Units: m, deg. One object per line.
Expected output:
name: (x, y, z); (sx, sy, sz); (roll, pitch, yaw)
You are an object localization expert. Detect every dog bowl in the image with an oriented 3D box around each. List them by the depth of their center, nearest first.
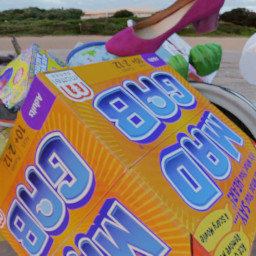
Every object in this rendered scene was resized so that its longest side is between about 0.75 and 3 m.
dog bowl: (1.237, 0.462, 4.889); (2.721, 2.721, 1.003); (12, 23, 31)

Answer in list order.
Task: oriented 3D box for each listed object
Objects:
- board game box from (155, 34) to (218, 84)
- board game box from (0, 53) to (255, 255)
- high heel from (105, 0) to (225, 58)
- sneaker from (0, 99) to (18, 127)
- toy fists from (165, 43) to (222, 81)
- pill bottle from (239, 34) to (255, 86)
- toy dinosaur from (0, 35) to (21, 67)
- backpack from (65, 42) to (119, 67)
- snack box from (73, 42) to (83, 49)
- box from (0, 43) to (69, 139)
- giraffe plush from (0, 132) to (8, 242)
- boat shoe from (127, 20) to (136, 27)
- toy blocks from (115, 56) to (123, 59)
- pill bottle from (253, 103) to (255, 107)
board game box: (1.554, -1.845, 7.911); (1.913, 0.504, 2.500); (42, 30, 4)
board game box: (0.014, 0.729, 3.680); (2.304, 2.306, 2.304); (45, 35, 11)
high heel: (0.493, -1.650, 4.082); (1.861, 0.895, 0.627); (-20, 57, -5)
sneaker: (-2.154, -0.310, 4.295); (0.395, 0.420, 1.025); (25, 5, 32)
toy fists: (1.381, -1.418, 6.274); (1.510, 0.519, 0.769); (-22, -24, 6)
pill bottle: (3.254, -1.691, 6.172); (1.172, 1.172, 2.091); (16, 39, 38)
toy dinosaur: (-3.089, -1.411, 5.850); (1.590, 1.007, 2.346); (13, 29, 12)
backpack: (-0.969, -1.589, 8.179); (1.861, 2.034, 1.494); (-15, 66, -26)
snack box: (-1.839, -2.838, 10.324); (0.230, 0.618, 0.869); (39, 8, -7)
box: (-1.906, -0.306, 6.146); (2.146, 1.309, 2.067); (-24, -35, 30)
giraffe plush: (-1.913, 1.084, 4.930); (2.378, 2.052, 1.928); (31, 34, -31)
boat shoe: (0.402, -2.708, 8.021); (0.428, 0.463, 1.253); (-17, -25, 23)
toy blocks: (0.048, -1.956, 7.370); (0.868, 0.434, 0.593); (29, 49, -17)
pill bottle: (2.665, 0.367, 6.686); (3.000, 1.631, 1.631); (-14, 24, -42)
